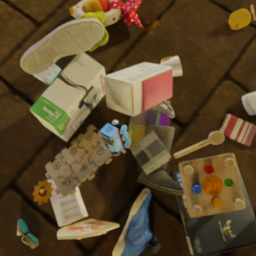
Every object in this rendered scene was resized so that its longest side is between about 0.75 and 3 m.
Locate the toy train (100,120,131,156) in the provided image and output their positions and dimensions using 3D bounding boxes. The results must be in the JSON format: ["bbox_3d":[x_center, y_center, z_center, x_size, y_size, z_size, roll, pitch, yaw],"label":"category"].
[{"bbox_3d":[-0.330,0.298,7.604,0.499,1.150,0.657,30,62,32],"label":"toy train"}]

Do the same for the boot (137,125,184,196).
[{"bbox_3d":[1.225,1.007,9.268,1.912,0.763,2.103,14,80,37],"label":"boot"}]

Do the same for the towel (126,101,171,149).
[{"bbox_3d":[0.763,-0.090,10.291,1.496,0.237,2.083,7,72,3],"label":"towel"}]

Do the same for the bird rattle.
[{"bbox_3d":[-0.958,-4.643,11.080,2.995,1.687,2.442,-41,61,-14],"label":"bird rattle"}]

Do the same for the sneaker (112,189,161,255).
[{"bbox_3d":[0.561,3.232,8.897,1.314,0.907,2.363,23,78,13],"label":"sneaker"}]

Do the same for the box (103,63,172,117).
[{"bbox_3d":[0.385,-1.368,9.487,1.318,1.123,2.061,23,38,40],"label":"box"}]

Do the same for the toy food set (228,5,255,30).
[{"bbox_3d":[4.638,-4.502,11.596,1.199,0.392,0.706,-25,99,-5],"label":"toy food set"}]

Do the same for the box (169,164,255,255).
[{"bbox_3d":[2.794,2.548,9.222,2.214,0.716,2.808,-11,73,-4],"label":"box"}]

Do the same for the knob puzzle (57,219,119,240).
[{"bbox_3d":[-1.340,3.100,8.316,1.825,1.825,0.253,-5,86,-2],"label":"knob puzzle"}]

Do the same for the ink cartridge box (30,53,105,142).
[{"bbox_3d":[-1.903,-1.020,9.697,1.077,1.902,2.594,34,77,10],"label":"ink cartridge box"}]

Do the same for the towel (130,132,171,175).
[{"bbox_3d":[0.626,0.697,7.732,0.921,0.159,0.887,-40,75,22],"label":"towel"}]

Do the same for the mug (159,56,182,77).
[{"bbox_3d":[1.583,-2.293,10.810,0.787,0.959,0.768,-15,106,4],"label":"mug"}]

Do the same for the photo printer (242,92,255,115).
[{"bbox_3d":[4.820,-0.945,10.484,1.004,0.348,0.835,-17,75,-5],"label":"photo printer"}]

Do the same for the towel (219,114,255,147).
[{"bbox_3d":[4.043,0.084,10.295,1.173,0.133,0.845,27,77,10],"label":"towel"}]

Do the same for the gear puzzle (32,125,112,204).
[{"bbox_3d":[-1.741,1.327,8.648,2.907,0.381,1.506,-42,57,-2],"label":"gear puzzle"}]

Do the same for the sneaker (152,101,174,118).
[{"bbox_3d":[1.212,-0.620,9.969,0.569,0.372,0.990,-23,51,-8],"label":"sneaker"}]

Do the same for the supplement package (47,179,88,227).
[{"bbox_3d":[-2.021,2.348,9.206,0.822,0.854,1.501,-22,74,-4],"label":"supplement package"}]

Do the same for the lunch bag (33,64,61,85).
[{"bbox_3d":[-3.129,-2.147,10.745,0.932,0.568,0.794,31,75,15],"label":"lunch bag"}]

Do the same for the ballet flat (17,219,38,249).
[{"bbox_3d":[-3.378,3.509,9.159,0.398,0.358,1.056,-45,79,7],"label":"ballet flat"}]

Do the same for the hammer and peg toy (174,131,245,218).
[{"bbox_3d":[2.387,1.380,8.430,1.755,0.841,2.386,-12,86,5],"label":"hammer and peg toy"}]

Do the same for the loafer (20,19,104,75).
[{"bbox_3d":[-2.194,-2.792,9.049,2.924,1.051,0.919,-26,45,8],"label":"loafer"}]
